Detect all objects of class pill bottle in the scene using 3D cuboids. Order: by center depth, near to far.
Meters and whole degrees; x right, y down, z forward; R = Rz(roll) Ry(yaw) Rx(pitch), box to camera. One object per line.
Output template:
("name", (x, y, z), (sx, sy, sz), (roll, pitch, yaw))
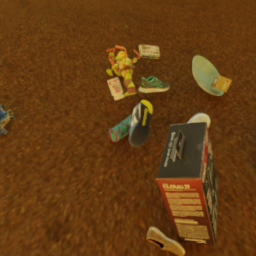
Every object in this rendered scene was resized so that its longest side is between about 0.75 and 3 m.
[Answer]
("pill bottle", (-0.529, -1.698, 12.243), (0.509, 0.898, 0.509), (-20, 9, 3))

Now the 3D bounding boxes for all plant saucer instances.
("plant saucer", (3.639, -2.359, 13.140), (2.191, 0.422, 2.191), (22, 52, -30))

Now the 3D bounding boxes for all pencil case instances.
("pencil case", (-0.164, -0.010, 11.053), (0.619, 0.570, 1.340), (10, 37, 46))

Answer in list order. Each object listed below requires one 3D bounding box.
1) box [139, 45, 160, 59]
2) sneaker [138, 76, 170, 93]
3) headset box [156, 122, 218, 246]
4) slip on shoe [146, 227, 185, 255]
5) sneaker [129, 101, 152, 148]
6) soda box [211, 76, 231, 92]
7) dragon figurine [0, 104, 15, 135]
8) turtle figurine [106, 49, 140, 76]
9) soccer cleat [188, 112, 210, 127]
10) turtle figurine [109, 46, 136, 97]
("box", (1.153, -4.105, 15.148), (1.191, 0.655, 0.207), (-4, -4, -33))
("sneaker", (1.211, -1.989, 12.563), (1.562, 0.712, 0.606), (-10, 25, -27))
("headset box", (1.726, 1.403, 7.651), (1.115, 2.887, 2.149), (-6, 36, 24))
("slip on shoe", (0.996, 3.154, 7.565), (1.127, 0.429, 0.342), (38, 46, 0))
("sneaker", (0.391, -0.091, 10.476), (0.689, 0.766, 1.863), (27, 64, -23))
("soda box", (4.118, -1.976, 12.489), (0.524, 0.555, 1.637), (23, 14, 6))
("dragon figurine", (-5.384, -0.474, 11.546), (0.996, 0.590, 2.003), (-34, 54, -31))
("turtle figurine", (-0.484, -3.368, 14.452), (1.986, 0.640, 1.602), (17, 61, 20))
("soccer cleat", (2.129, 0.259, 9.803), (0.712, 2.037, 0.879), (23, 54, -4))
("turtle figurine", (-0.129, -2.461, 12.349), (0.827, 2.070, 2.567), (-14, 6, -16))
